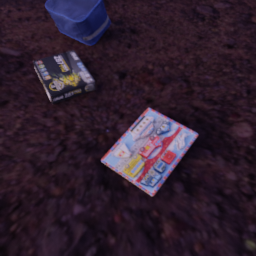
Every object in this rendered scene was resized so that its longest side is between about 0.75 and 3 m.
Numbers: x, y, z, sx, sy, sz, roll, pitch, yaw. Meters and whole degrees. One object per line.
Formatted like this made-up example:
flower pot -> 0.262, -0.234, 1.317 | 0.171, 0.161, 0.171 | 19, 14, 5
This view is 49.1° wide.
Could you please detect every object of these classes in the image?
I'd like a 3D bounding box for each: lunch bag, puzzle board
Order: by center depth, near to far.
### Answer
puzzle board -> 0.659, 0.564, 8.267 | 1.847, 0.213, 2.451 | 31, 61, 22
lunch bag -> -2.091, -4.668, 11.686 | 2.475, 1.638, 1.682 | 33, 76, 24

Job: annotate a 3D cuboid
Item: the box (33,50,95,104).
box -> -2.341, -1.894, 10.168 | 1.643, 0.500, 2.038 | -20, 54, -20
